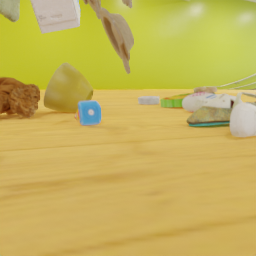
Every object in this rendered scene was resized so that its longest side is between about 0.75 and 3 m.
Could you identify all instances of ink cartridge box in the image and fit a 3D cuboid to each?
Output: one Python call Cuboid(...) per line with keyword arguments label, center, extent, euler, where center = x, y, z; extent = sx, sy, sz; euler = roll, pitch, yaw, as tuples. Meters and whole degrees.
Cuboid(label="ink cartridge box", center=(-2.193, -3.839, 8.642), extent=(1.191, 1.170, 1.617), euler=(-12, 39, 0))

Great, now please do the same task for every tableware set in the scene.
Cuboid(label="tableware set", center=(-0.493, -1.908, 3.503), extent=(0.270, 2.331, 1.947), euler=(-31, -30, -5))

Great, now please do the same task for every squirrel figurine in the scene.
Cuboid(label="squirrel figurine", center=(-4.116, -0.982, 9.679), extent=(2.020, 1.429, 1.885), euler=(-1, 16, 10))

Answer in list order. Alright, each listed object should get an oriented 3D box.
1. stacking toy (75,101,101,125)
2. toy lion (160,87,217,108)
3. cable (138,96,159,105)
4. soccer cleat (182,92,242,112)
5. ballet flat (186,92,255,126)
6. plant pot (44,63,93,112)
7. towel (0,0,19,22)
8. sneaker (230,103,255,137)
Cuboid(label="stacking toy", center=(-1.364, -0.390, 8.612), extent=(0.678, 0.717, 1.236), euler=(-7, -2, -30))
Cuboid(label="toy lion", center=(2.978, -1.461, 14.281), extent=(2.724, 0.976, 2.842), euler=(-8, 9, 0))
Cuboid(label="cable", center=(1.156, -1.548, 15.735), extent=(1.212, 0.419, 1.211), euler=(1, 11, 10))
Cuboid(label="soccer cleat", center=(3.171, -0.933, 10.847), extent=(2.361, 0.825, 1.019), euler=(3, 16, 27))
Cuboid(label="ballet flat", center=(3.083, -0.569, 8.232), extent=(2.919, 1.032, 1.032), euler=(-2, 10, -10))
Cuboid(label="plant pot", center=(-2.273, -1.426, 11.422), extent=(1.430, 2.014, 2.014), euler=(27, 11, 1))
Cuboid(label="towel", center=(-2.470, -2.849, 5.570), extent=(0.224, 1.228, 0.911), euler=(3, 0, 15))
Cuboid(label="sneaker", center=(3.296, -0.178, 6.409), extent=(1.252, 0.798, 2.166), euler=(5, 9, 44))
